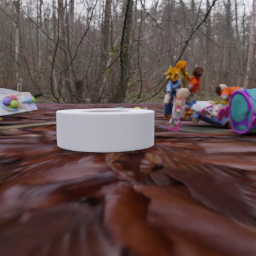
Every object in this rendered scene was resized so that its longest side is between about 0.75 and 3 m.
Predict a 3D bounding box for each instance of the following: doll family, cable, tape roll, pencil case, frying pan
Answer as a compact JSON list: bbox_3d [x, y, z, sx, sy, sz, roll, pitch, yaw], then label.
[{"bbox_3d":[2.464,-0.461,7.941,2.521,1.136,1.565,-21,28,-34],"label":"doll family"},{"bbox_3d":[-5.004,-0.932,11.029,2.227,0.771,2.227,-7,-9,41],"label":"cable"},{"bbox_3d":[-0.371,-0.013,4.798,1.667,0.583,1.667,-1,6,0],"label":"tape roll"},{"bbox_3d":[3.456,-0.375,6.228,2.329,0.991,1.076,-2,34,-11],"label":"pencil case"},{"bbox_3d":[-3.777,-0.517,8.493,2.206,0.359,1.334,-23,8,-38],"label":"frying pan"},{"bbox_3d":[1.062,-0.842,6.186,0.827,1.139,1.835,19,39,18],"label":"doll family"}]

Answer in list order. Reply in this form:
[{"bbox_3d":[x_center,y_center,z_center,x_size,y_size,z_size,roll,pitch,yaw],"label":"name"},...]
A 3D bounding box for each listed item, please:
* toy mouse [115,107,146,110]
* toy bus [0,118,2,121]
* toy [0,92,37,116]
[{"bbox_3d":[-0.182,-0.300,7.042,1.115,0.243,1.255,-4,27,15],"label":"toy mouse"},{"bbox_3d":[-5.094,-0.446,9.756,1.274,0.415,0.499,-1,6,-18],"label":"toy bus"},{"bbox_3d":[-3.199,-0.751,7.901,1.121,0.645,0.265,-13,-25,-41],"label":"toy"}]
